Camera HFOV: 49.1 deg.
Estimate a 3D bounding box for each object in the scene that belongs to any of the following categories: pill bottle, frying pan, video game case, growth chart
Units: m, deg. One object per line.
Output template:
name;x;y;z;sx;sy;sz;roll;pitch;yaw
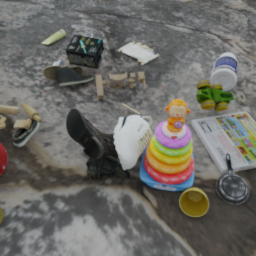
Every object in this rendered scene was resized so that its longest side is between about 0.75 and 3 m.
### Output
pill bottle;4.258;-2.523;12.266;1.059;1.059;1.908;14;44;14
frying pan;3.169;1.500;8.253;0.942;0.253;1.557;22;62;15
video game case;3.680;0.409;9.647;2.227;0.280;2.447;-9;42;-10
growth chart;0.545;-3.905;14.434;1.524;0.187;2.105;-31;50;-30

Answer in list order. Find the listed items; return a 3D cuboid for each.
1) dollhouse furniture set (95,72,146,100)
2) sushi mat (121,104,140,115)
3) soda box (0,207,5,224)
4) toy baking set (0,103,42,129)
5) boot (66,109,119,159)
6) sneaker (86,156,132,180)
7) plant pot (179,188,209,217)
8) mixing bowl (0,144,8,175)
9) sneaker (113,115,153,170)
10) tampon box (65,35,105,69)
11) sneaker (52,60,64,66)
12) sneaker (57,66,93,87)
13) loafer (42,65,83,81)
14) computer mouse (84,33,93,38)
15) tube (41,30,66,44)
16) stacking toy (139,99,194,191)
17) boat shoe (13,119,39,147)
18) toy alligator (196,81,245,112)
dollhouse furniture set;-0.322;-1.713;11.676;1.977;1.025;0.875;-6;83;-7
sushi mat;0.106;-0.719;10.662;0.800;0.048;0.383;30;10;0
soda box;-4.568;2.233;7.228;2.428;0.822;0.777;6;43;7
toy baking set;-4.289;-0.577;9.886;1.964;0.298;2.559;-5;28;-37
boot;-0.899;0.300;8.850;2.038;0.705;1.774;54;22;23
sneaker;-0.661;1.302;8.455;1.540;0.589;0.882;21;48;26
plant pot;1.812;1.949;7.636;0.767;0.767;0.545;14;15;15
mixing bowl;-4.452;0.789;8.303;1.652;0.894;1.652;12;57;-19
sneaker;0.203;0.279;8.409;1.057;1.003;2.626;-7;28;8
tampon box;-1.885;-3.379;12.476;1.392;0.879;1.043;13;61;12
sneaker;-3.364;-2.593;12.873;0.478;0.493;1.349;-12;38;29
sneaker;-2.250;-2.301;12.011;1.533;0.814;0.573;-15;12;-25
loafer;-2.940;-2.449;12.481;1.810;0.685;0.618;-6;14;-28
computer mouse;-2.097;-4.107;14.216;0.948;0.379;1.729;-3;57;23
tube;-4.092;-4.964;15.507;0.384;0.430;1.481;47;54;-6
stacking toy;1.231;0.362;7.770;1.628;2.805;1.539;8;45;6
boat shoe;-3.592;0.036;9.910;0.504;0.454;1.425;8;43;9
toy alligator;3.389;-1.095;10.661;2.980;0.716;0.988;4;71;-38
